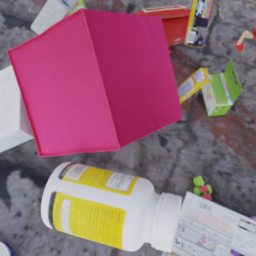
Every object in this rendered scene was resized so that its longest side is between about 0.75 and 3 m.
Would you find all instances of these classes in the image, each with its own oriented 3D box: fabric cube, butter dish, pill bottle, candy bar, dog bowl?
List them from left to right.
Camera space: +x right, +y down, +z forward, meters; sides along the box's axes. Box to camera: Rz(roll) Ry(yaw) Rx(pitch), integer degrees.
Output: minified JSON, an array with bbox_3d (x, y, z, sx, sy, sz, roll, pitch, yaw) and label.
[{"bbox_3d":[-3.990,3.941,8.280,1.122,0.442,1.122,0,67,0],"label":"dog bowl"},{"bbox_3d":[-0.758,-1.095,7.399,2.966,2.975,2.919,-25,103,-50],"label":"fabric cube"},{"bbox_3d":[-0.298,1.667,5.831,2.635,1.467,1.467,10,67,16],"label":"pill bottle"},{"bbox_3d":[1.398,-3.761,10.942,2.339,1.734,2.345,-6,26,2],"label":"butter dish"},{"bbox_3d":[1.328,-0.792,8.239,0.288,2.603,0.649,23,42,-36],"label":"candy bar"}]

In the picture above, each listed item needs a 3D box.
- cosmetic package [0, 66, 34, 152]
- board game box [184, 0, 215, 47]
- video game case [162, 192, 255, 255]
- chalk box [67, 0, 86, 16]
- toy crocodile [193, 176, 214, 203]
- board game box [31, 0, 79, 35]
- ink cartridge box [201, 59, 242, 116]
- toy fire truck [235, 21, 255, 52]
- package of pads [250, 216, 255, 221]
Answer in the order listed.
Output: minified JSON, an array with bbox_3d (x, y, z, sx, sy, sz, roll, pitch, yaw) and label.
[{"bbox_3d":[-3.683,-0.551,8.217,1.875,0.643,2.487,-20,59,15],"label":"cosmetic package"},{"bbox_3d":[1.986,-3.167,7.478,0.532,1.550,1.875,13,112,12],"label":"board game box"},{"bbox_3d":[2.444,3.358,8.110,2.396,0.544,2.172,21,77,19],"label":"video game case"},{"bbox_3d":[-2.123,-4.674,11.668,1.474,0.914,0.920,-14,68,-5],"label":"chalk box"},{"bbox_3d":[2.494,2.300,8.956,0.523,0.478,1.548,-11,68,-5],"label":"toy crocodile"},{"bbox_3d":[-2.045,-3.944,8.835,0.675,1.549,2.100,38,51,-24],"label":"board game box"},{"bbox_3d":[3.211,-1.375,9.814,0.663,1.751,1.294,-7,67,-3],"label":"ink cartridge box"},{"bbox_3d":[3.060,-2.304,6.928,0.650,0.922,0.225,-11,66,4],"label":"toy fire truck"},{"bbox_3d":[4.141,3.146,8.538,1.559,0.590,0.940,-13,70,-5],"label":"package of pads"}]
